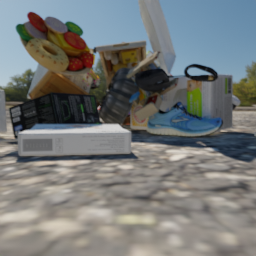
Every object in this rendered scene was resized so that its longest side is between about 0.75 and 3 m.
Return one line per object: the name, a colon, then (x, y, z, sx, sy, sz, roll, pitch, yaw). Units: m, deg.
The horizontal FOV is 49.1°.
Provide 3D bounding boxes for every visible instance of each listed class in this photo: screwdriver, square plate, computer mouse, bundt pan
screwdriver: (-1.851, 0.227, 5.953, 2.389, 0.333, 0.348, -9, 38, -24)
square plate: (1.009, -3.304, 9.541, 0.370, 2.602, 2.577, -15, 22, 22)
computer mouse: (1.071, -1.164, 6.860, 2.214, 0.649, 0.377, 0, 46, 39)
bundt pan: (-0.328, -1.028, 9.044, 0.784, 2.089, 2.089, 24, -1, -13)

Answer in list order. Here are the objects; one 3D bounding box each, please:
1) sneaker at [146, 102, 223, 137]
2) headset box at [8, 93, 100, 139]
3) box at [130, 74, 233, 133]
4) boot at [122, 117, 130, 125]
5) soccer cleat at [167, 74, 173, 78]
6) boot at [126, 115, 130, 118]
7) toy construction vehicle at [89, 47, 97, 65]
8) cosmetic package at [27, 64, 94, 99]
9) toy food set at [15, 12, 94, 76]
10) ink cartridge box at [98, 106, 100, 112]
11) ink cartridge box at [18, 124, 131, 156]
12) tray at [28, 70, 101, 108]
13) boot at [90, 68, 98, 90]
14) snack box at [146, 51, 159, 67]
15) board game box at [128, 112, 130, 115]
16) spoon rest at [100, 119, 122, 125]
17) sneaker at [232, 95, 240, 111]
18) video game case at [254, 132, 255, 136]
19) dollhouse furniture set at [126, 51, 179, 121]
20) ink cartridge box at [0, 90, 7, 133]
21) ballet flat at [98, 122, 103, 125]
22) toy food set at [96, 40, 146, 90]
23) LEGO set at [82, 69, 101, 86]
sneaker: (1.436, -0.238, 7.301, 1.988, 0.894, 0.779, 3, 5, 18)
headset box: (-1.764, -0.307, 7.074, 1.498, 0.798, 1.720, -13, -2, 29)
box: (1.588, -0.772, 8.903, 2.970, 1.671, 1.505, 5, 10, 42)
boot: (-0.100, -0.296, 11.933, 0.946, 0.355, 0.507, -5, 1, -40)
soccer cleat: (1.232, -2.209, 11.846, 0.738, 0.594, 1.733, 12, 13, -26)
boot: (0.248, -0.419, 13.791, 1.014, 0.379, 0.492, 8, -8, -8)
toy construction vehicle: (-2.173, -2.838, 10.977, 1.850, 0.748, 2.125, 4, 11, -7)
cosmetic package: (-2.279, -1.477, 9.484, 1.383, 1.392, 1.663, 25, -19, -39)
toy food set: (-1.940, -2.313, 7.734, 2.227, 2.205, 0.542, -6, -32, -45)
ink cartridge box: (-1.621, -1.055, 13.822, 2.372, 0.594, 1.909, -22, 12, 6)
ink cartridge box: (-0.924, 0.180, 5.114, 1.756, 0.393, 1.547, 0, 5, -9)
tray: (-1.831, -0.837, 8.449, 0.382, 1.017, 2.061, 49, 9, 37)
boot: (-1.985, -2.482, 12.740, 1.198, 1.454, 0.477, -9, -1, -45)
snack box: (0.107, -1.815, 11.604, 0.726, 2.742, 1.950, 35, 3, -16)
board game box: (0.318, -0.723, 16.023, 1.648, 0.549, 2.451, -3, 5, -37)
spoon rest: (-0.684, -0.207, 10.376, 0.632, 0.386, 1.273, 3, 6, 34)
sneaker: (2.889, -0.900, 9.041, 0.491, 0.741, 1.302, -4, 39, -47)
video game case: (3.625, 0.201, 6.806, 0.880, 0.111, 0.965, 1, 3, 14)
dollhouse furniture set: (0.581, -1.143, 7.440, 1.020, 1.026, 1.455, -29, 21, 32)
ink cartridge box: (-4.464, -0.303, 6.334, 1.941, 1.126, 2.630, -1, 2, 34)
ballet flat: (-1.309, -0.054, 8.200, 1.289, 0.439, 0.433, 2, -3, 9)
toy food set: (-0.115, -2.040, 9.514, 1.580, 0.665, 2.201, -7, -24, 2)
LEGO set: (-1.381, -1.769, 8.878, 0.461, 1.237, 0.569, -41, 21, 3)
